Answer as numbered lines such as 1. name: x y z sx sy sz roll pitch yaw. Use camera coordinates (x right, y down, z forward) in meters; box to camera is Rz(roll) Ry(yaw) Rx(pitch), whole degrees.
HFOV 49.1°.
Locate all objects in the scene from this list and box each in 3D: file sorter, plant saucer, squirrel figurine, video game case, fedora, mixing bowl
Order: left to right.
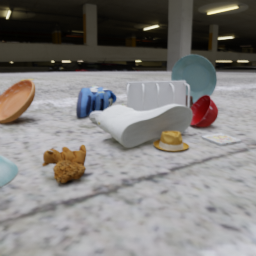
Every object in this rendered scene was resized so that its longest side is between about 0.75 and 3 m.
1. plant saucer: -3.436 0.840 5.732 2.198 0.423 2.198 0 13 0
2. plant saucer: -4.422 -0.996 10.922 2.112 0.395 2.112 -18 47 21
3. squirrel figurine: -1.295 0.695 5.636 0.804 0.610 0.862 19 26 -28
4. file sorter: 1.041 -0.839 9.972 2.193 1.522 1.366 -1 14 2
5. fedora: 1.191 0.328 7.714 1.045 0.426 1.045 0 15 0
6. plant saucer: 3.247 -2.430 13.709 2.352 2.352 0.453 10 27 34
7. mixing bowl: 2.757 -0.501 9.974 0.648 1.196 1.196 27 7 -17
8. video game case: 2.757 0.339 8.334 0.766 0.096 0.842 -7 16 -24

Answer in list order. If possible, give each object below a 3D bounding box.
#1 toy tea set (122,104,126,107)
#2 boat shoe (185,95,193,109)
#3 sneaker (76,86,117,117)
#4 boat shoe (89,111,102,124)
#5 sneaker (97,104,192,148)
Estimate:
1. toy tea set: -0.037 -0.800 11.881 1.002 0.371 0.596 -2 21 33
2. boat shoe: 2.464 -1.235 12.944 0.855 0.855 2.430 3 11 -10
3. sneaker: -1.386 -1.191 12.345 1.234 1.109 2.999 16 24 9
4. boat shoe: -0.995 -0.314 10.179 1.325 0.487 0.433 -6 43 42
5. sneaker: 0.496 -0.329 8.559 2.889 1.064 1.670 -11 26 -36
